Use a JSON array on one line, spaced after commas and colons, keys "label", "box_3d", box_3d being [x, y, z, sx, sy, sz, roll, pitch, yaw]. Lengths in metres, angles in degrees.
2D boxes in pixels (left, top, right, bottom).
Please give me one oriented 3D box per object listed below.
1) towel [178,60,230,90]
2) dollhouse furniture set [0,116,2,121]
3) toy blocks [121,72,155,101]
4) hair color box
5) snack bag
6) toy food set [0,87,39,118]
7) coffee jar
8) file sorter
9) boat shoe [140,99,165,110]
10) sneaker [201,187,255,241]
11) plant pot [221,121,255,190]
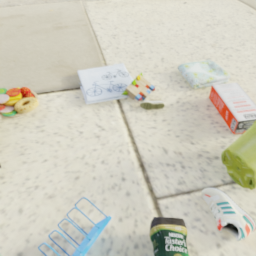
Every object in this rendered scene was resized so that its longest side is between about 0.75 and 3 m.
[{"label": "towel", "box_3d": [3.440, -2.485, 12.763, 1.897, 0.457, 1.624, -13, 44, -13]}, {"label": "dollhouse furniture set", "box_3d": [-6.332, -0.148, 10.024, 2.207, 1.387, 2.495, 4, 37, 41]}, {"label": "toy blocks", "box_3d": [0.501, -1.551, 11.563, 0.931, 0.681, 1.362, 40, 57, 1]}, {"label": "hair color box", "box_3d": [4.122, -0.804, 10.770, 1.158, 0.698, 2.281, -7, 42, -7]}, {"label": "snack bag", "box_3d": [-0.973, -2.011, 12.392, 2.392, 0.272, 2.537, -12, 45, -14]}, {"label": "toy food set", "box_3d": [-4.554, -1.057, 11.222, 1.846, 0.454, 1.865, -12, 45, -13]}, {"label": "coffee jar", "box_3d": [1.009, 2.999, 6.600, 0.945, 0.773, 1.812, 6, 42, -8]}, {"label": "file sorter", "box_3d": [-1.289, 2.535, 6.711, 0.895, 1.013, 1.459, 43, 51, 0]}, {"label": "boat shoe", "box_3d": [0.939, -0.949, 11.206, 1.006, 0.376, 0.344, 2, 39, -11]}, {"label": "sneaker", "box_3d": [2.529, 2.298, 7.513, 0.774, 0.583, 1.656, -26, 51, -32]}, {"label": "plant pot", "box_3d": [3.949, 0.797, 8.328, 1.907, 2.074, 2.074, -30, 50, -13]}]
